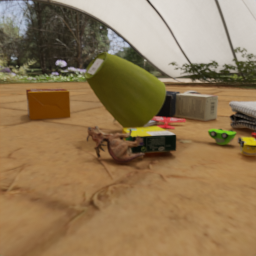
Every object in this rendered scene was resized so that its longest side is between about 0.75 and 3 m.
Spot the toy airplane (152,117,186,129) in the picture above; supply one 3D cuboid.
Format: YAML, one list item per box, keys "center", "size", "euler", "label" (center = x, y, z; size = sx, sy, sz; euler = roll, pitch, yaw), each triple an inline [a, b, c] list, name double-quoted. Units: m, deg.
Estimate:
- center: [1.615, -0.221, 11.662]
  size: [1.612, 0.296, 1.612]
  euler: [3, 13, -1]
  label: "toy airplane"

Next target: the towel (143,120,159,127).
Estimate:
- center: [0.499, -0.252, 12.147]
  size: [1.434, 0.171, 1.053]
  euler: [9, 17, 43]
  label: "towel"

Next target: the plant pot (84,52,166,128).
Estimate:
- center: [-0.277, -1.454, 9.835]
  size: [2.391, 2.238, 2.238]
  euler: [36, -10, -33]
  label: "plant pot"

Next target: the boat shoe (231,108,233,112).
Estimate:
- center: [5.876, -0.802, 13.797]
  size: [1.764, 0.546, 0.661]
  euler: [-2, 10, -20]
  label: "boat shoe"

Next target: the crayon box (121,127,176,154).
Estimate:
- center: [0.541, 0.313, 8.451]
  size: [1.253, 0.501, 1.973]
  euler: [-3, 8, -10]
  label: "crayon box"

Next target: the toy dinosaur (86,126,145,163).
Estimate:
- center: [-0.302, 0.550, 7.279]
  size: [1.121, 0.710, 1.655]
  euler: [-19, 38, -29]
  label: "toy dinosaur"

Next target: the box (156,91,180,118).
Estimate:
- center: [1.543, -1.311, 14.512]
  size: [1.881, 1.186, 1.914]
  euler: [6, 14, 22]
  label: "box"

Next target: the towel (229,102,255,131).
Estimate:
- center: [5.335, -0.346, 10.624]
  size: [2.436, 1.042, 2.017]
  euler: [-1, 13, -13]
  label: "towel"

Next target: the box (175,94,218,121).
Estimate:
- center: [3.255, -1.026, 13.422]
  size: [0.969, 1.137, 1.779]
  euler: [-10, 16, -39]
  label: "box"

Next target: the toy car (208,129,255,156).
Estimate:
- center: [3.357, 0.374, 8.523]
  size: [1.930, 0.457, 2.051]
  euler: [11, 16, 43]
  label: "toy car"

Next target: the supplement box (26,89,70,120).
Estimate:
- center: [-4.058, -1.260, 14.124]
  size: [1.930, 1.299, 1.956]
  euler: [-5, 13, -22]
  label: "supplement box"

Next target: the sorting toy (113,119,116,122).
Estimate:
- center: [-0.378, -0.664, 11.902]
  size: [0.135, 0.753, 1.010]
  euler: [16, -15, -20]
  label: "sorting toy"

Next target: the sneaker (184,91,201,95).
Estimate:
- center: [3.347, -1.522, 16.654]
  size: [2.619, 0.975, 1.108]
  euler: [-12, 21, -13]
  label: "sneaker"
